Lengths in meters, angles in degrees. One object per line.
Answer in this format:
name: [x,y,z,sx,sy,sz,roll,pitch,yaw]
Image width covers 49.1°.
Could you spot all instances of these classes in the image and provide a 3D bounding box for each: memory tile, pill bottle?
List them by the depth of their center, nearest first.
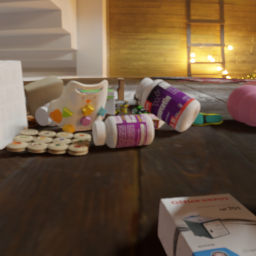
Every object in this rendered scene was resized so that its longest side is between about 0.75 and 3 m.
memory tile: [-2.313,0.403,8.499,2.287,0.192,1.753,3,15,-3]
pill bottle: [-0.176,0.108,8.563,1.731,0.972,0.972,-4,14,-18]
pill bottle: [1.419,-0.938,10.518,2.309,1.299,1.299,35,28,22]
pill bottle: [-2.958,-0.607,11.621,0.945,0.945,1.737,7,15,27]

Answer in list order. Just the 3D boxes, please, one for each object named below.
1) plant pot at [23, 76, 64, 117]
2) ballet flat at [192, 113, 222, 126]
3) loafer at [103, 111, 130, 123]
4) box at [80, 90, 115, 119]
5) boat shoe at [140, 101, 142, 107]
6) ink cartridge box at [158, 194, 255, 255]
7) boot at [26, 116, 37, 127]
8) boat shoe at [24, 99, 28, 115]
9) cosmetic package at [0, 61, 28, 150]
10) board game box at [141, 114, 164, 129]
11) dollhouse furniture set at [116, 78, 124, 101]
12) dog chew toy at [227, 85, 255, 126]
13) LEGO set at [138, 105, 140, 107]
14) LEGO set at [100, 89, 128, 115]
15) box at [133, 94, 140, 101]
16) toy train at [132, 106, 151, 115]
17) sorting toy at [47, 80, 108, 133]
plant pot: [-3.918,-1.349,13.037,1.568,1.771,1.769,-13,23,-24]
ballet flat: [3.099,-0.339,11.678,1.632,0.545,0.547,2,-8,-5]
loafer: [-0.297,-0.425,11.754,1.501,0.533,0.548,-4,14,-16]
box: [-1.386,-1.056,12.763,1.470,1.297,0.711,-5,14,-18]
boat shoe: [1.269,-1.220,14.621,0.678,0.619,1.883,19,-11,-42]
ink cartridge box: [1.124,1.478,3.474,1.133,0.664,1.547,-3,15,-10]
boot: [-4.328,-0.258,11.345,1.180,0.435,0.913,-11,22,-28]
boat shoe: [-5.422,-1.066,13.988,0.860,0.748,2.333,-3,14,-14]
cosmetic package: [-3.954,-0.724,8.552,0.665,2.576,1.942,1,13,9]
board game box: [0.870,-0.274,11.551,1.067,0.326,1.408,4,14,18]
dollhouse furniture set: [-1.423,-2.574,18.825,2.240,1.457,2.057,-2,13,-9]
dog chew toy: [5.126,-0.799,11.417,1.627,1.627,2.612,-1,20,-3]
LEGO set: [0.962,-1.387,16.366,0.759,0.290,0.311,4,11,10]
LEGO set: [-0.984,-1.415,14.456,1.606,1.210,2.089,-7,15,-26]
box: [1.447,-1.641,16.220,2.252,0.407,1.610,9,6,4]
toy train: [1.071,-0.869,13.699,2.141,0.447,0.604,-6,5,-40]
sorting toy: [-1.585,-0.907,10.053,2.235,2.012,1.194,-7,51,-28]
